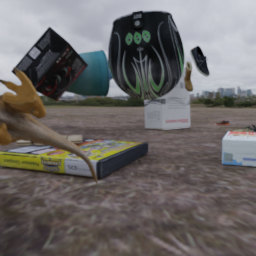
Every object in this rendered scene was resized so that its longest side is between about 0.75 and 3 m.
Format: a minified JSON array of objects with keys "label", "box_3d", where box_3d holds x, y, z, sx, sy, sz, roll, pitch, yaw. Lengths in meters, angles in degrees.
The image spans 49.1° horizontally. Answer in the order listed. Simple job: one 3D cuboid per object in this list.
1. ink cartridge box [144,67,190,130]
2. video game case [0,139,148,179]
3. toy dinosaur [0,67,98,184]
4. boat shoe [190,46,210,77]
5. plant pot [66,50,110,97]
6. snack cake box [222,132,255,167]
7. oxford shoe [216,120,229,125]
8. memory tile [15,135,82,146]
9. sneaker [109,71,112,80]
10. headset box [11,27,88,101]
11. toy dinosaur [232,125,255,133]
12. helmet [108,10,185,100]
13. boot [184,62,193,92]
[{"label":"ink cartridge box","box_3d":[1.873,-1.435,13.514,2.159,2.942,1.219,-4,4,-41]},{"label":"video game case","box_3d":[-1.071,0.580,6.457,2.387,0.337,2.642,2,5,22]},{"label":"toy dinosaur","box_3d":[-1.417,-0.054,3.531,2.981,0.901,1.584,21,-14,-18]},{"label":"boat shoe","box_3d":[2.816,-2.577,10.801,0.493,1.322,0.411,-12,-17,-33]},{"label":"plant pot","box_3d":[-2.020,-2.326,12.326,1.956,2.082,2.082,-8,8,-19]},{"label":"snack cake box","box_3d":[2.764,0.452,6.543,0.969,0.566,1.685,1,5,24]},{"label":"oxford shoe","box_3d":[5.141,-0.286,15.316,0.763,0.277,0.271,-1,6,-9]},{"label":"memory tile","box_3d":[-1.880,0.306,6.874,1.504,0.126,1.153,-2,5,-9]},{"label":"sneaker","box_3d":[-0.882,-2.307,13.116,0.738,0.509,1.327,-21,-21,-19]},{"label":"headset box","box_3d":[-2.639,-2.122,10.125,0.984,1.949,2.623,41,0,7]},{"label":"toy dinosaur","box_3d":[4.514,0.217,9.314,2.348,0.557,1.035,6,1,25]},{"label":"helmet","box_3d":[0.444,-1.660,6.864,2.052,1.956,2.052,-6,8,1]},{"label":"boot","box_3d":[2.611,-2.177,12.050,0.339,0.899,1.026,-13,-29,-2]}]
